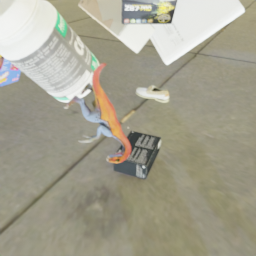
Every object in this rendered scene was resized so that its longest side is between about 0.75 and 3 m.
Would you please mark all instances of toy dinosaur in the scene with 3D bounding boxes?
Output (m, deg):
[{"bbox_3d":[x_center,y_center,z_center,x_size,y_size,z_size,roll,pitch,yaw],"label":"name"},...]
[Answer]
[{"bbox_3d":[-0.398,-0.050,4.836,1.423,1.568,0.823,43,58,-5],"label":"toy dinosaur"}]

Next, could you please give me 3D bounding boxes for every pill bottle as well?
[{"bbox_3d":[-1.995,-1.912,6.597,1.570,2.776,1.570,-12,60,22],"label":"pill bottle"}]

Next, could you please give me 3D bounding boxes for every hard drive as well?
[{"bbox_3d":[1.923,-3.531,8.876,1.804,2.736,0.365,63,23,13],"label":"hard drive"}]

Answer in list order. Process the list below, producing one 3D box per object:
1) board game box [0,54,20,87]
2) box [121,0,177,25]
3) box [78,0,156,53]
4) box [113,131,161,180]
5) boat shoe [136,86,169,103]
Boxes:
[{"bbox_3d":[-3.745,-1.972,7.677,0.583,1.751,2.604,23,21,1],"label":"board game box"},{"bbox_3d":[0.523,-3.171,7.236,1.404,1.132,0.345,0,69,-3],"label":"box"},{"bbox_3d":[-0.403,-3.617,9.104,2.516,0.978,1.195,48,15,34],"label":"box"},{"bbox_3d":[0.257,0.672,7.358,0.900,0.503,1.275,15,36,16],"label":"box"},{"bbox_3d":[0.917,-1.361,10.543,1.344,0.460,0.502,17,36,24],"label":"boat shoe"}]
